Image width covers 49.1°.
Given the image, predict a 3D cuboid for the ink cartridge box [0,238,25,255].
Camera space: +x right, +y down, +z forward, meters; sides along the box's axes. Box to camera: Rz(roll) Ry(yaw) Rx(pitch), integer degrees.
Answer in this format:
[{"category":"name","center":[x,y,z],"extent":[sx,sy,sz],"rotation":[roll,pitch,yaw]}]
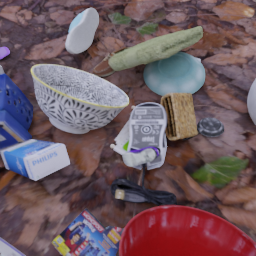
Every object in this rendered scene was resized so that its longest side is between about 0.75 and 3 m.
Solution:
[{"category":"ink cartridge box","center":[-3.160,2.362,4.804],"extent":[2.284,2.263,0.496],"rotation":[-27,43,-7]}]

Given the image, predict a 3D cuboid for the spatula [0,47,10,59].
[{"category":"spatula","center":[-5.382,-2.425,10.157],"extent":[2.159,0.222,0.610],"rotation":[-27,55,-19]}]

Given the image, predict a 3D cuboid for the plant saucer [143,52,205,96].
[{"category":"plant saucer","center":[1.568,-1.974,9.508],"extent":[2.119,0.408,2.119],"rotation":[-3,58,5]}]

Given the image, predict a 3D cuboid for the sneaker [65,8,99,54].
[{"category":"sneaker","center":[-1.846,-3.497,10.459],"extent":[0.954,0.861,2.329],"rotation":[-11,43,38]}]

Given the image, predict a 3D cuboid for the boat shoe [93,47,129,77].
[{"category":"boat shoe","center":[-0.580,-2.371,9.874],"extent":[1.641,0.589,0.621],"rotation":[-38,61,-26]}]

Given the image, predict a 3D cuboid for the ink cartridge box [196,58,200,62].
[{"category":"ink cartridge box","center":[1.983,-2.115,9.905],"extent":[0.909,0.319,1.118],"rotation":[17,60,13]}]

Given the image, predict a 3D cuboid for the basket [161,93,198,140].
[{"category":"basket","center":[1.230,-0.302,7.701],"extent":[0.935,0.896,1.256],"rotation":[-9,90,-44]}]

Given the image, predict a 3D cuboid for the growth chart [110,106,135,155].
[{"category":"growth chart","center":[0.352,0.203,8.133],"extent":[1.333,0.163,1.842],"rotation":[21,55,14]}]

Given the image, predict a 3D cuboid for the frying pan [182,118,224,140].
[{"category":"frying pan","center":[2.189,-0.025,8.284],"extent":[1.296,0.211,0.784],"rotation":[-5,44,0]}]

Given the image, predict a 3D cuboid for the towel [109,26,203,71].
[{"category":"towel","center":[0.993,-2.613,9.173],"extent":[2.213,0.544,2.983],"rotation":[-2,25,42]}]

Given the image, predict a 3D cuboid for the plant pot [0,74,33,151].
[{"category":"plant pot","center":[-3.570,-0.246,7.492],"extent":[1.597,1.597,1.436],"rotation":[-18,58,1]}]

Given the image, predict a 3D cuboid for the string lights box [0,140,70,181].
[{"category":"string lights box","center":[-2.283,0.705,6.758],"extent":[0.912,0.523,1.775],"rotation":[-24,18,-38]}]

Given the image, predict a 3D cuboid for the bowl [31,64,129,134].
[{"category":"bowl","center":[-1.432,-0.661,7.773],"extent":[2.709,1.271,2.709],"rotation":[18,22,-8]}]

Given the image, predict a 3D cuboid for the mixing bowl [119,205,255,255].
[{"category":"mixing bowl","center":[0.972,2.560,4.629],"extent":[2.427,1.315,2.427],"rotation":[7,23,-3]}]

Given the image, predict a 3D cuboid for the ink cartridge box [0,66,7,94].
[{"category":"ink cartridge box","center":[-4.658,-1.566,8.864],"extent":[1.352,0.978,0.995],"rotation":[28,51,27]}]

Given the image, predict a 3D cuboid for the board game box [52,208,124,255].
[{"category":"board game box","center":[-0.697,2.410,5.910],"extent":[1.278,0.394,1.277],"rotation":[45,62,7]}]

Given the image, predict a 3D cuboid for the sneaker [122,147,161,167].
[{"category":"sneaker","center":[0.359,0.676,6.855],"extent":[1.056,0.367,0.525],"rotation":[-13,5,41]}]

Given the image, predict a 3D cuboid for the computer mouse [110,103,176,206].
[{"category":"computer mouse","center":[0.525,0.623,7.428],"extent":[1.616,0.646,2.947],"rotation":[1,57,14]}]

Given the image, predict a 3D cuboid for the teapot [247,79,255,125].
[{"category":"teapot","center":[4.810,-0.924,7.646],"extent":[2.770,2.023,2.734],"rotation":[25,65,15]}]
